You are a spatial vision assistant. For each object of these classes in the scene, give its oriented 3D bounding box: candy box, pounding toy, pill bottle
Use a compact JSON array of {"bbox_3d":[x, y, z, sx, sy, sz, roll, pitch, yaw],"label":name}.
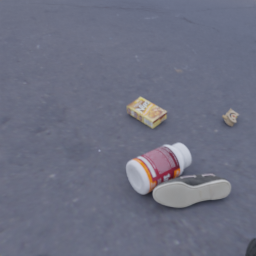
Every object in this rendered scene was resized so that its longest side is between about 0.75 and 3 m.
[{"bbox_3d":[0.773,-0.663,11.873,0.877,0.420,1.520,-35,52,-29],"label":"candy box"},{"bbox_3d":[4.309,-0.450,11.565,0.948,0.544,0.542,-25,65,-41],"label":"pounding toy"},{"bbox_3d":[1.018,1.222,8.936,1.969,1.112,1.112,-22,42,-26],"label":"pill bottle"}]

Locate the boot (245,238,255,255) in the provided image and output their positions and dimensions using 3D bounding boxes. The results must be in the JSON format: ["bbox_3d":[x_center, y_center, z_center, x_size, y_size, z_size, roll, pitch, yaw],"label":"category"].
[{"bbox_3d":[3.649,3.757,5.874,1.803,0.956,2.739,5,44,-2],"label":"boot"}]

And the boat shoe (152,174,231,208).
[{"bbox_3d":[1.853,1.848,8.460,2.422,0.810,0.690,-3,12,-10],"label":"boat shoe"}]
